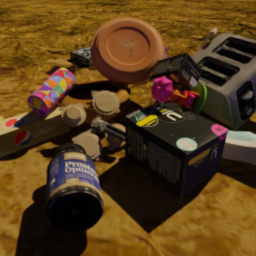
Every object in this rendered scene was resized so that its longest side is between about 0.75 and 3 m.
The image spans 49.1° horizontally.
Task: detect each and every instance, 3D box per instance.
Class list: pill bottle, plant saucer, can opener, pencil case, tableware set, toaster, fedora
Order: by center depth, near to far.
[{"bbox_3d":[-1.299,1.257,6.523,1.196,1.196,2.138,-8,29,-12],"label":"pill bottle"},{"bbox_3d":[-0.580,0.096,8.525,1.236,0.413,0.330,26,62,16],"label":"can opener"},{"bbox_3d":[-0.981,-0.102,8.646,1.901,0.264,2.276,-16,72,-19],"label":"tableware set"},{"bbox_3d":[-2.483,-1.204,9.245,0.856,0.856,1.938,12,41,17],"label":"pencil case"},{"bbox_3d":[3.571,-1.792,10.086,2.700,1.772,2.986,-40,46,-11],"label":"toaster"},{"bbox_3d":[-1.191,-0.897,10.119,2.625,1.071,2.625,-4,31,2],"label":"fedora"},{"bbox_3d":[-0.011,-2.883,10.179,2.733,0.441,2.733,1,73,-3],"label":"plant saucer"},{"bbox_3d":[0.331,-2.553,11.467,2.586,1.100,1.195,-31,-10,29],"label":"pencil case"}]

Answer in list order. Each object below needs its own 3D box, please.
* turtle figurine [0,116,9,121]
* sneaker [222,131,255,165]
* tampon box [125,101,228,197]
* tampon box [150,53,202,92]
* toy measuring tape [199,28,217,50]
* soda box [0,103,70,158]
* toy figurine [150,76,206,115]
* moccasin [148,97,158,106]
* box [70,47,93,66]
[{"bbox_3d":[-4.540,-0.157,9.614,0.941,0.376,1.167,-12,35,-18],"label":"turtle figurine"},{"bbox_3d":[3.718,0.513,8.040,2.360,0.872,0.967,16,46,22],"label":"sneaker"},{"bbox_3d":[1.223,0.430,7.733,1.681,1.416,2.242,-25,40,-33],"label":"tampon box"},{"bbox_3d":[1.553,-1.720,9.132,1.264,0.947,0.798,-2,59,49],"label":"tampon box"},{"bbox_3d":[3.146,-2.672,11.519,1.100,2.989,1.100,7,58,-12],"label":"toy measuring tape"},{"bbox_3d":[-3.138,0.024,8.957,2.445,0.783,0.828,-24,39,-31],"label":"soda box"},{"bbox_3d":[1.296,-1.024,8.273,1.403,1.144,1.524,20,7,-16],"label":"toy figurine"},{"bbox_3d":[1.097,-0.770,10.024,0.784,0.743,2.031,-31,13,36],"label":"moccasin"},{"bbox_3d":[-2.146,-4.005,15.580,1.457,0.422,1.833,-26,41,-35],"label":"box"}]
